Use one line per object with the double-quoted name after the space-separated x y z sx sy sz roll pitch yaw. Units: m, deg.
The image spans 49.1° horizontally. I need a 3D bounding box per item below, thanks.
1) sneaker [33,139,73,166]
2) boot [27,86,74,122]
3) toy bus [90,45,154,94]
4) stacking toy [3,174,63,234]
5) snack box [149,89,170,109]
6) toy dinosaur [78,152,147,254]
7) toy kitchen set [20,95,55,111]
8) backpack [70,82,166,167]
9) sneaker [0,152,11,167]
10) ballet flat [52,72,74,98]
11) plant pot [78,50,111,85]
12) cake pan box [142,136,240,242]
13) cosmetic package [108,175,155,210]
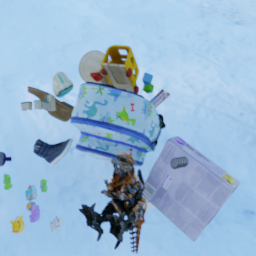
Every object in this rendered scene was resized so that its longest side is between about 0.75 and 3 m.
-2.556 0.618 9.334 0.994 1.375 0.523 39 28 -17 "sneaker"
-3.046 -0.912 10.732 2.031 0.748 0.766 29 92 -3 "boot"
-0.125 -2.074 10.430 2.082 2.207 1.140 27 68 -22 "toy bus"
-2.722 2.127 8.007 0.436 1.400 1.857 -42 53 20 "stacking toy"
0.953 -0.900 10.071 0.424 1.179 0.143 21 34 -47 "snack box"
-0.026 1.782 6.271 1.583 1.192 2.333 -27 90 -46 "toy dinosaur"
-3.071 -0.849 9.568 0.738 0.921 0.543 -5 87 22 "toy kitchen set"
-0.371 0.004 8.737 2.733 2.987 2.195 13 78 13 "backpack"
-4.784 0.896 8.509 2.605 1.140 0.969 7 85 31 "sneaker"
-2.277 -1.519 9.641 0.767 2.274 0.709 -33 99 -15 "ballet flat"
-1.069 -2.302 11.322 1.444 1.444 1.322 -28 36 -24 "plant pot"
1.301 1.427 6.475 1.743 1.893 0.495 39 33 26 "cake pan box"
0.201 1.782 7.847 1.430 0.807 0.580 30 51 -27 "cosmetic package"
